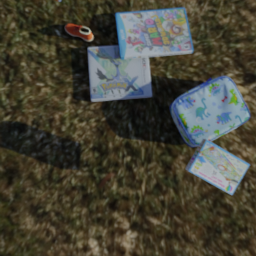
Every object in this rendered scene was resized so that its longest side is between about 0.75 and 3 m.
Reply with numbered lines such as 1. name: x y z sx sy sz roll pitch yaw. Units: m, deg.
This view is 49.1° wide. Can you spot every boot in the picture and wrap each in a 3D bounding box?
1. boot: -1.704 -3.348 9.551 1.063 0.570 0.399 23 84 5

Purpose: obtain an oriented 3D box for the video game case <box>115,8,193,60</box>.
1. video game case: 0.861 -3.235 9.547 2.444 0.218 1.749 -6 74 -3

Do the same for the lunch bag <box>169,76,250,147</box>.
1. lunch bag: 2.559 -0.537 8.966 2.205 0.909 1.772 -27 84 -4

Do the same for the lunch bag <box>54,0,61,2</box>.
1. lunch bag: -2.013 -4.520 7.439 0.810 1.718 2.144 7 59 -22

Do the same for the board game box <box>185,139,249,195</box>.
1. board game box: 2.347 1.024 7.353 1.408 0.241 0.946 30 92 -9

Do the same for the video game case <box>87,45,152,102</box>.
1. video game case: -0.298 -1.887 9.502 2.063 0.227 1.880 -5 82 -1
